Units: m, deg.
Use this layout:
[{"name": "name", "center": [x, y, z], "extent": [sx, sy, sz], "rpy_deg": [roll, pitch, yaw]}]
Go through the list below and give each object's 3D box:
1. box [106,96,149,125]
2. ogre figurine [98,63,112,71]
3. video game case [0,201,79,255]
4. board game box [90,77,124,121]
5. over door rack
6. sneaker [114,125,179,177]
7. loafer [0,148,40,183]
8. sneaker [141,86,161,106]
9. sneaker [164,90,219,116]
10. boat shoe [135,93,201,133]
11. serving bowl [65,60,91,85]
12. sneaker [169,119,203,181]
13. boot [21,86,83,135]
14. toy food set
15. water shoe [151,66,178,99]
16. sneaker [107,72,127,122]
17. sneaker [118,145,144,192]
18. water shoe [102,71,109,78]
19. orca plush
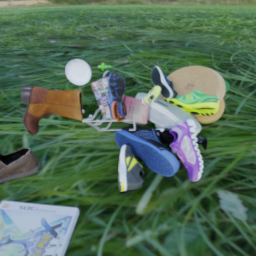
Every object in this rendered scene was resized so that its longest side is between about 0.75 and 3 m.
[{"name": "box", "center": [-0.007, -0.616, 9.690], "extent": [1.282, 0.820, 0.698], "rpy_deg": [10, -5, -28]}, {"name": "ogre figurine", "center": [-1.439, -3.631, 16.732], "extent": [0.893, 0.438, 0.536], "rpy_deg": [24, 17, 11]}, {"name": "video game case", "center": [-2.359, 2.542, 6.166], "extent": [2.021, 0.244, 2.217], "rpy_deg": [4, 30, 6]}, {"name": "board game box", "center": [-0.655, -1.153, 10.721], "extent": [0.711, 1.468, 1.171], "rpy_deg": [-20, 3, 22]}, {"name": "over door rack", "center": [-0.483, -0.210, 9.759], "extent": [2.059, 0.686, 1.521], "rpy_deg": [10, -10, 19]}, {"name": "sneaker", "center": [0.735, 0.552, 8.942], "extent": [1.042, 0.938, 2.674], "rpy_deg": [-26, 39, -31]}, {"name": "loafer", "center": [-3.846, 1.103, 8.027], "extent": [2.470, 0.877, 0.902], "rpy_deg": [-18, 34, -28]}, {"name": "sneaker", "center": [0.791, -0.991, 8.670], "extent": [0.355, 0.351, 0.930], "rpy_deg": [-12, 29, 49]}, {"name": "sneaker", "center": [2.388, -0.953, 10.624], "extent": [2.115, 0.783, 0.884], "rpy_deg": [10, 51, 27]}, {"name": "boat shoe", "center": [1.346, -0.337, 10.355], "extent": [2.759, 0.983, 0.963], "rpy_deg": [32, 28, 25]}, {"name": "serving bowl", "center": [-1.958, -2.260, 11.232], "extent": [1.044, 1.044, 0.343], "rpy_deg": [5, 29, 8]}, {"name": "sneaker", "center": [1.569, 0.642, 7.812], "extent": [0.762, 1.723, 0.693], "rpy_deg": [-7, -11, -10]}, {"name": "boot", "center": [-2.119, -0.421, 8.061], "extent": [1.690, 1.591, 0.579], "rpy_deg": [6, 24, 1]}, {"name": "toy food set", "center": [2.682, -1.521, 11.858], "extent": [2.952, 0.718, 2.922], "rpy_deg": [4, 57, 26]}, {"name": "water shoe", "center": [1.341, -1.665, 10.533], "extent": [0.577, 0.522, 1.461], "rpy_deg": [-1, 60, -42]}, {"name": "sneaker", "center": [-0.393, -0.865, 7.826], "extent": [0.533, 1.416, 0.555], "rpy_deg": [1, -5, -29]}, {"name": "sneaker", "center": [0.083, 1.192, 8.252], "extent": [0.737, 0.649, 1.743], "rpy_deg": [5, 39, -3]}, {"name": "water shoe", "center": [-1.184, -2.945, 15.726], "extent": [0.340, 0.308, 0.862], "rpy_deg": [31, 32, -2]}, {"name": "orca plush", "center": [1.694, 0.536, 9.539], "extent": [1.906, 0.678, 1.003], "rpy_deg": [15, -11, 17]}]
